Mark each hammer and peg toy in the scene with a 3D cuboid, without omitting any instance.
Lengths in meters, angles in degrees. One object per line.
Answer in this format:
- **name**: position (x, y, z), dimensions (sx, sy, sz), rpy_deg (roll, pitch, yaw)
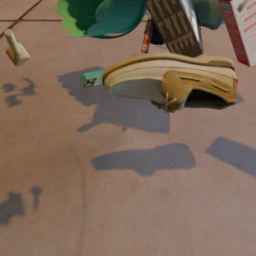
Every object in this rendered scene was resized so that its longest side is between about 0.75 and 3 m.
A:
- **hammer and peg toy**: position (-1.821, -0.792, 3.122), dimensions (1.380, 1.015, 0.487), rpy_deg (-37, 91, -25)

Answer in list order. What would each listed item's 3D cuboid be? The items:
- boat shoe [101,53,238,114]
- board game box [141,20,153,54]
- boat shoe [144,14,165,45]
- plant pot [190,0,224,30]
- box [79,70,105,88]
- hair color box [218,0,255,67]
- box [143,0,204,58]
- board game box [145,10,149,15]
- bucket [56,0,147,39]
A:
- **boat shoe**: position (0.822, -0.750, 5.078), dimensions (2.549, 0.953, 0.872), rpy_deg (-5, 71, -9)
- **board game box**: position (0.444, -2.043, 6.450), dimensions (0.124, 0.655, 1.273), rpy_deg (14, 13, 2)
- **boat shoe**: position (1.301, -4.081, 8.481), dimensions (1.113, 1.382, 2.980), rpy_deg (15, 72, -6)
- **plant pot**: position (2.320, -3.743, 7.886), dimensions (1.646, 1.681, 1.651), rpy_deg (19, 16, 8)
- **box**: position (-0.784, -1.194, 6.747), dimensions (0.759, 0.312, 0.187), rpy_deg (-21, 71, -41)
- **hair color box**: position (3.174, -2.690, 7.225), dimensions (1.061, 1.914, 0.612), rpy_deg (-34, 34, 2)
- **box**: position (0.783, -3.063, 6.157), dimensions (0.680, 2.734, 2.156), rpy_deg (-21, 31, 25)
- **board game box**: position (0.802, -4.375, 9.606), dimensions (0.503, 0.977, 0.095), rpy_deg (26, 4, 1)
- **bucket**: position (-0.706, -3.649, 7.467), dimensions (1.647, 2.532, 2.532), rpy_deg (-14, 40, -34)
